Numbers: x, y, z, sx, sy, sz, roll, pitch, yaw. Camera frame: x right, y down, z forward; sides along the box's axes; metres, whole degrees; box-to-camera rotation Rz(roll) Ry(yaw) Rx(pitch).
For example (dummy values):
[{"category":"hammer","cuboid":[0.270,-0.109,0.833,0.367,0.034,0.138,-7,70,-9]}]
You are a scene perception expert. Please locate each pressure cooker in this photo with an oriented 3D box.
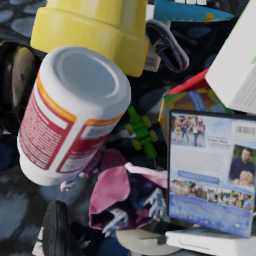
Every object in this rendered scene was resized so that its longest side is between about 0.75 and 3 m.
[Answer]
[{"category":"pressure cooker","cuboid":[-3.285,-1.001,7.016,2.662,2.378,2.341,1,89,0]}]

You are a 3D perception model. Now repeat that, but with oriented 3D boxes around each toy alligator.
[{"category":"toy alligator","cuboid":[0.426,0.332,6.918,0.577,0.528,1.946,-26,104,1]}]

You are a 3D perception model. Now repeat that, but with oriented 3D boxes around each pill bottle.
[{"category":"pill bottle","cuboid":[-1.205,-0.039,5.383,1.553,2.749,1.553,19,45,-20]}]

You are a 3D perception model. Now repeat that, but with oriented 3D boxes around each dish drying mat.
[{"category":"dish drying mat","cuboid":[2.434,-1.473,7.074,1.117,2.908,0.265,-5,72,-54]}]

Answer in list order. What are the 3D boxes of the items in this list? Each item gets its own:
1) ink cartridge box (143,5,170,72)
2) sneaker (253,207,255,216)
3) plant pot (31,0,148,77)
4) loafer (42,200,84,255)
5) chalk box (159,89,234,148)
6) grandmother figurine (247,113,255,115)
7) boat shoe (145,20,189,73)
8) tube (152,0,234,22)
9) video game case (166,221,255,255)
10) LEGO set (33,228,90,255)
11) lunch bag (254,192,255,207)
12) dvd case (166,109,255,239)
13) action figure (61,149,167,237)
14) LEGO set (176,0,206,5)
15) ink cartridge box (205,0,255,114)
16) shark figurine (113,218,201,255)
[{"category":"ink cartridge box","cuboid":[0.305,-3.009,9.024,1.829,0.873,2.083,14,60,8]},{"category":"sneaker","cuboid":[1.974,1.298,6.226,2.201,1.252,0.831,20,61,12]},{"category":"plant pot","cuboid":[-0.664,-2.863,6.771,2.789,2.789,2.623,20,104,11]},{"category":"loafer","cuboid":[-1.269,2.540,5.582,0.758,0.733,2.158,4,68,-34]},{"category":"chalk box","cuboid":[1.888,-0.180,7.153,1.911,1.183,1.189,-9,60,-5]},{"category":"grandmother figurine","cuboid":[4.034,-0.443,7.612,1.632,0.494,0.990,-15,16,1]},{"category":"boat shoe","cuboid":[0.973,-2.254,7.778,1.734,0.622,0.588,53,44,-1]},{"category":"tube","cuboid":[1.910,-3.435,8.394,2.304,0.581,0.892,9,21,7]},{"category":"video game case","cuboid":[2.249,1.892,4.997,2.497,2.270,0.292,0,73,-17]},{"category":"LEGO set","cuboid":[-1.393,2.748,5.962,1.259,0.309,0.940,17,78,7]},{"category":"lunch bag","cuboid":[3.221,0.862,5.354,2.918,2.345,1.203,5,82,-40]},{"category":"dvd case","cuboid":[1.077,0.586,3.722,1.162,1.629,0.143,8,18,29]},{"category":"action figure","cuboid":[-0.348,0.981,5.932,1.681,1.868,2.509,12,21,-24]},{"category":"LEGO set","cuboid":[2.303,-5.075,10.386,1.100,0.361,1.473,3,50,2]},{"category":"ink cartridge box","cuboid":[3.303,-1.220,5.573,2.702,1.963,1.182,10,37,-21]},{"category":"shark figurine","cuboid":[0.732,2.246,5.843,2.437,1.017,1.456,-7,61,-2]}]
